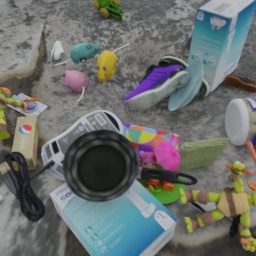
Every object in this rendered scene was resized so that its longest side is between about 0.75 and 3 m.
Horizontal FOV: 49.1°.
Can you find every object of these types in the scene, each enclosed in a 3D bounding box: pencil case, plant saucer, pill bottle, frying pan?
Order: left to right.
[{"bbox_3d":[-0.060,0.710,6.025,2.680,0.436,1.621,-10,64,-4],"label":"frying pan"},{"bbox_3d":[0.305,0.449,7.774,2.240,0.990,0.990,15,49,14],"label":"pencil case"},{"bbox_3d":[1.900,-1.281,8.863,0.349,1.814,1.814,27,48,-11],"label":"plant saucer"},{"bbox_3d":[4.192,-0.198,8.144,2.353,1.362,1.362,-2,47,-2],"label":"pill bottle"}]

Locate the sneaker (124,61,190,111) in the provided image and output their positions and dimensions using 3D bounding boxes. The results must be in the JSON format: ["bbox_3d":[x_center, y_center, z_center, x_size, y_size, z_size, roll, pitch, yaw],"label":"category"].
[{"bbox_3d":[0.809,-1.499,9.440,2.316,0.805,1.152,-28,60,-5],"label":"sneaker"}]

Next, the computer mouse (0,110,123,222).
[{"bbox_3d":[-1.388,0.675,6.598,2.948,0.647,1.616,-33,76,-18],"label":"computer mouse"}]

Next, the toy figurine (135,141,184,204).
[{"bbox_3d":[0.661,0.938,6.971,1.658,1.526,1.245,6,46,6],"label":"toy figurine"}]

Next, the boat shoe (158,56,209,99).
[{"bbox_3d":[1.821,-1.829,10.011,0.777,0.825,2.297,-26,55,-26],"label":"boat shoe"}]

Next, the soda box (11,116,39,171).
[{"bbox_3d":[-2.962,0.415,8.115,0.563,0.532,1.661,-4,46,-9],"label":"soda box"}]

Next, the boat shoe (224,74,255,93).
[{"bbox_3d":[4.124,-1.659,10.144,1.215,0.428,0.427,26,58,13],"label":"boat shoe"}]

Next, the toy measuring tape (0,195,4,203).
[{"bbox_3d":[-4.101,0.926,7.425,0.971,0.971,2.640,-32,55,-26],"label":"toy measuring tape"}]

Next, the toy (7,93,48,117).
[{"bbox_3d":[-3.436,-0.828,9.459,1.228,0.290,0.707,23,52,20],"label":"toy"}]

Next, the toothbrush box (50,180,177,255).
[{"bbox_3d":[-0.365,1.985,6.360,1.729,1.007,2.361,-35,56,-26],"label":"toothbrush box"}]

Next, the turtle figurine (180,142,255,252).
[{"bbox_3d":[2.227,1.610,6.369,1.987,2.464,0.794,-11,4,12],"label":"turtle figurine"}]

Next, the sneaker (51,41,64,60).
[{"bbox_3d":[-2.880,-3.181,11.605,0.451,0.428,1.121,7,52,-7],"label":"sneaker"}]

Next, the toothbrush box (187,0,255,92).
[{"bbox_3d":[3.174,-2.992,9.753,1.186,2.781,2.036,31,55,27],"label":"toothbrush box"}]

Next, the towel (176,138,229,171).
[{"bbox_3d":[1.895,0.692,7.424,1.432,1.062,0.261,-8,49,-21],"label":"towel"}]

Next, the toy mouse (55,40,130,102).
[{"bbox_3d":[-1.717,-2.319,10.158,2.612,0.569,2.939,15,67,24],"label":"toy mouse"}]

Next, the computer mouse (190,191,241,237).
[{"bbox_3d":[2.122,1.971,6.864,1.383,0.303,0.758,28,54,24],"label":"computer mouse"}]

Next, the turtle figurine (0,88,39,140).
[{"bbox_3d":[-3.710,-0.552,8.056,2.211,0.712,1.783,7,54,-24],"label":"turtle figurine"}]

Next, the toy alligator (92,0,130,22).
[{"bbox_3d":[-0.803,-5.824,13.851,0.939,0.681,2.834,-42,65,0],"label":"toy alligator"}]
